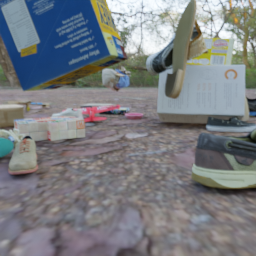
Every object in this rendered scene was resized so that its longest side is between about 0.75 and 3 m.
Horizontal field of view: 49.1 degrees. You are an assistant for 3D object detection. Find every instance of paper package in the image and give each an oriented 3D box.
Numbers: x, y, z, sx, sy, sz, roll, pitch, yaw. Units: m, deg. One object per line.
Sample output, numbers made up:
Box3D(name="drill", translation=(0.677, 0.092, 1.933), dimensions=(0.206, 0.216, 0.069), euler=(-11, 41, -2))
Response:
Box3D(name="paper package", translation=(-4.608, -0.444, 10.156), dimensions=(1.384, 0.716, 1.319), euler=(-8, 13, -33))

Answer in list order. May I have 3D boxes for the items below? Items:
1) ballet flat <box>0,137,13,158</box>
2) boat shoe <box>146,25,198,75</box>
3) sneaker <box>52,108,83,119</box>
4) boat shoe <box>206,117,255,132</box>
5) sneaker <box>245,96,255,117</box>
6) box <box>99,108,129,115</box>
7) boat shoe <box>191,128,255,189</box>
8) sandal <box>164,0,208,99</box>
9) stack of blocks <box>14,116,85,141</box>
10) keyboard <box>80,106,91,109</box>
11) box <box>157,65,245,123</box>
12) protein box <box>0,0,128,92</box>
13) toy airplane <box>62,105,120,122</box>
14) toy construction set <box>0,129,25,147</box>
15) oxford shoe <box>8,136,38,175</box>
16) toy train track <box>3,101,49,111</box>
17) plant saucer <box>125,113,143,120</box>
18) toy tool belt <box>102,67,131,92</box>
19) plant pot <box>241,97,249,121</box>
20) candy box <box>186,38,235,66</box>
Box3D(name="ballet flat", translation=(-3.092, 0.502, 5.650), dimensions=(0.568, 0.512, 1.509), euler=(-7, 9, 29))
Box3D(name="boat shoe", translation=(1.730, -2.517, 9.118), dimensions=(2.584, 0.932, 0.916), euler=(-45, 31, -22))
Box3D(name="sneaker", translation=(-2.452, -0.543, 11.323), dimensions=(1.275, 0.517, 0.479), euler=(0, 12, 7))
Box3D(name="boat shoe", translation=(3.377, -0.130, 9.117), dimensions=(1.616, 0.458, 0.555), euler=(1, 10, 5))
Box3D(name="sneaker", translation=(6.246, -1.043, 12.280), dimensions=(2.744, 1.137, 0.973), euler=(5, 13, 26))
Box3D(name="box", translation=(-0.655, -0.815, 13.542), dimensions=(1.306, 0.246, 0.892), euler=(2, 10, 10))
Box3D(name="boat shoe", translation=(2.410, 0.402, 4.748), dimensions=(2.879, 0.946, 1.029), euler=(-4, 11, -19))
Box3D(name="sandal", translation=(1.574, -1.850, 6.987), dimensions=(0.785, 2.387, 0.875), euler=(12, 3, -17))
Box3D(name="stack of blocks", translation=(-2.264, 0.021, 8.086), dimensions=(1.775, 0.520, 1.022), euler=(-6, 12, -30))
Box3D(name="keyboard", translation=(-2.191, -0.995, 14.979), dimensions=(0.561, 0.214, 1.078), euler=(27, 16, 14))
Box3D(name="box", translation=(2.592, -1.176, 10.169), dimensions=(2.896, 1.801, 1.411), euler=(3, -11, 12))
Box3D(name="protein box", translation=(-1.810, -2.677, 7.588), dimensions=(2.619, 2.638, 1.780), euler=(-19, 6, 16))
Box3D(name="toy airplane", translation=(-1.479, -0.595, 11.670), dimensions=(2.524, 0.464, 2.524), euler=(-5, 11, 1))
Box3D(name="toy construction set", translation=(-3.214, 0.212, 6.525), dimensions=(0.973, 0.683, 1.483), euler=(-25, -15, 31))
Box3D(name="oxford shoe", translation=(-2.012, 0.500, 5.346), dimensions=(0.516, 0.548, 1.465), euler=(-3, 11, -19))
Box3D(name="toy train track", translation=(-5.298, -1.118, 14.876), dimensions=(1.706, 0.484, 2.975), euler=(-3, 2, 25))
Box3D(name="plant saucer", translation=(0.247, -0.489, 11.892), dimensions=(0.761, 0.193, 0.761), euler=(-1, 9, 0))
Box3D(name="toy tool belt", translation=(-0.335, -2.116, 12.206), dimensions=(1.037, 1.054, 1.687), euler=(-3, 2, 26))
Box3D(name="plant pot", translation=(3.812, -1.302, 12.003), dimensions=(2.628, 1.765, 2.628), euler=(-1, 10, 0))
Box3D(name="candy box", translation=(3.533, -3.514, 13.000), dimensions=(2.504, 1.280, 0.331), euler=(10, 4, 21))
